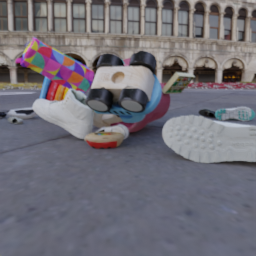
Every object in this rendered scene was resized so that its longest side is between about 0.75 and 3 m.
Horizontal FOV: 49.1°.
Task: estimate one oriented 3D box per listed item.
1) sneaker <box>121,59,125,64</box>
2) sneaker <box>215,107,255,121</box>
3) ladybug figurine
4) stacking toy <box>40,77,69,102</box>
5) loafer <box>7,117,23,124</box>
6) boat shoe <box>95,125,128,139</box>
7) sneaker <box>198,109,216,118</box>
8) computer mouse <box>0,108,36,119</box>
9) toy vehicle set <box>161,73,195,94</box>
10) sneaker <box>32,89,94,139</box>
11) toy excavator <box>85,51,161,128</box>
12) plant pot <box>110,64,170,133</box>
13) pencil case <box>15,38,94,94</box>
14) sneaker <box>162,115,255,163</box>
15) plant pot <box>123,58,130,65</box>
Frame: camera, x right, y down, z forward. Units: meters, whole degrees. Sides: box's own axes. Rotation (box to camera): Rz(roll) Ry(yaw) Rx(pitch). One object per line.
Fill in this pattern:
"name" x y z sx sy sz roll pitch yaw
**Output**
"sneaker" -0.368 -2.012 10.523 0.548 1.202 0.466 -16 50 -18
"sneaker" 4.886 -0.663 12.891 1.709 0.663 0.779 4 7 13
"ladybug figurine" -0.663 0.348 7.811 1.103 0.397 0.748 -2 10 -10
"stacking toy" -2.451 -1.325 12.343 2.597 1.425 1.507 16 14 -7
"loafer" -4.825 -0.319 11.854 0.829 0.290 0.289 6 4 26
"boat shoe" -0.542 0.206 8.508 0.434 0.488 1.327 -22 7 -42
"sneaker" 3.891 -0.734 13.842 1.030 0.385 0.547 10 11 37
"computer mouse" -5.235 -0.637 13.205 2.246 0.493 1.232 -6 6 -4
"toy vehicle set" 1.837 -1.617 10.210 0.180 0.843 1.356 51 32 19
"sneaker" -1.989 -0.732 8.818 2.292 1.325 0.844 26 30 17
"toy excavator" -0.283 -0.691 8.292 2.841 1.460 2.922 3 -26 23
"plant pot" 0.362 -1.031 10.287 2.337 2.337 2.092 9 8 40
"pencil case" -2.319 -1.980 9.219 2.414 1.067 1.067 25 -4 -30
"sneaker" 2.233 0.324 6.784 2.808 1.073 1.130 10 3 20
"plant pot" 0.197 -2.130 12.570 1.940 1.940 1.736 -2 49 -11
